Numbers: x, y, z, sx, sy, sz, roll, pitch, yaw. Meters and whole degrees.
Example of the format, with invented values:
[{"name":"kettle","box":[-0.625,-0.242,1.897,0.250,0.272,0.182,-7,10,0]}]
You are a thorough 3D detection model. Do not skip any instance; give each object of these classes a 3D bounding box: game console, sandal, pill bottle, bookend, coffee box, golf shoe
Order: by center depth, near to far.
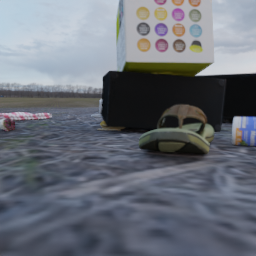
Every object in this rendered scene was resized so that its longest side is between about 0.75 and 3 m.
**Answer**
[{"name":"sandal","box":[0.859,-0.022,4.604,1.010,0.726,2.543,2,5,20]},{"name":"pill bottle","box":[2.296,0.071,4.860,0.899,0.504,0.504,3,6,24]},{"name":"coffee box","box":[0.815,-2.420,7.437,2.130,2.110,2.134,-1,-3,-8]},{"name":"golf shoe","box":[-3.363,-0.073,7.616,0.427,0.336,0.926,-5,-3,-12]},{"name":"bookend","box":[0.761,-0.814,8.305,2.988,1.376,2.969,3,7,-8]},{"name":"game console","box":[4.048,-1.067,10.650,2.994,1.742,2.633,3,6,27]}]

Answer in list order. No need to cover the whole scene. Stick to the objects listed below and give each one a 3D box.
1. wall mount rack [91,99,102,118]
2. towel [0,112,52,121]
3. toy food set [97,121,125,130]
[{"name":"wall mount rack","box":[-0.374,-0.775,11.246,2.097,0.782,1.822,0,-1,4]},{"name":"towel","box":[-5.044,-0.581,12.872,1.862,0.381,2.545,4,7,35]},{"name":"toy food set","box":[-0.453,-0.093,8.240,0.770,0.224,1.115,0,5,6]}]
